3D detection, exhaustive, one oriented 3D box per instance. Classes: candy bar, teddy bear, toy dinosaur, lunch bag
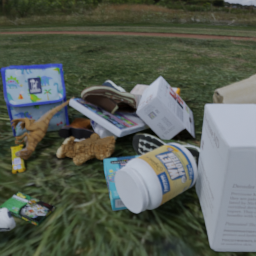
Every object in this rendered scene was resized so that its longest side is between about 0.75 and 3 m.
[{"bbox_3d":[-3.850,1.031,9.753,0.447,0.199,1.791,-13,30,-18],"label":"candy bar"},{"bbox_3d":[-1.475,0.762,9.885,2.115,0.706,1.534,-8,24,-1],"label":"teddy bear"},{"bbox_3d":[-3.334,-0.052,10.437,1.579,0.898,2.973,18,58,12],"label":"toy dinosaur"},{"bbox_3d":[-3.698,-1.199,11.378,2.303,2.709,1.726,-8,27,-17],"label":"lunch bag"}]

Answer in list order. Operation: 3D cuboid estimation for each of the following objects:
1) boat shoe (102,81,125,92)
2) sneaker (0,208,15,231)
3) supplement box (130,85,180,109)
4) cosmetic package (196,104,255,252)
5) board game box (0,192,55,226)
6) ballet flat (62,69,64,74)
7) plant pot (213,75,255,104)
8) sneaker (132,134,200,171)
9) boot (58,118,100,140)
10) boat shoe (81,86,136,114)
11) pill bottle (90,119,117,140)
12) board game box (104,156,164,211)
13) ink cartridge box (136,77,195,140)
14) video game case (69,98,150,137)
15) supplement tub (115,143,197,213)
[{"bbox_3d":[-0.865,-1.582,13.873,0.876,1.060,2.832,-32,35,-14],"label":"boat shoe"},{"bbox_3d":[-3.180,2.231,6.245,1.363,0.544,0.887,-7,15,40],"label":"sneaker"},{"bbox_3d":[1.332,-1.471,13.980,2.280,0.838,1.437,8,28,16],"label":"supplement box"},{"bbox_3d":[3.051,1.099,6.726,2.308,2.775,2.322,1,26,3],"label":"cosmetic package"},{"bbox_3d":[-2.724,2.167,7.577,1.323,0.155,0.693,13,32,24],"label":"board game box"},{"bbox_3d":[-3.763,-1.901,13.274,0.836,0.826,2.455,-17,55,42],"label":"ballet flat"},{"bbox_3d":[4.939,-1.128,12.140,2.114,2.309,2.309,-11,27,2],"label":"plant pot"},{"bbox_3d":[1.408,0.764,9.718,2.588,0.995,1.147,17,19,19],"label":"sneaker"},{"bbox_3d":[-1.725,0.099,11.478,1.705,0.620,1.811,3,16,13],"label":"boot"},{"bbox_3d":[-0.621,-0.977,10.536,2.291,0.846,0.848,3,54,-31],"label":"boat shoe"},{"bbox_3d":[-0.944,-0.053,11.128,0.872,0.872,1.457,-9,31,-17],"label":"pill bottle"},{"bbox_3d":[0.108,1.565,8.400,1.460,0.454,1.934,-4,27,-10],"label":"board game box"},{"bbox_3d":[1.617,-0.635,11.593,1.080,2.262,2.577,-39,14,25],"label":"ink cartridge box"},{"bbox_3d":[-0.624,-0.536,10.993,2.553,0.293,2.326,32,24,25],"label":"video game case"},{"bbox_3d":[0.707,1.244,7.091,1.806,1.306,1.306,-20,33,-32],"label":"supplement tub"}]
